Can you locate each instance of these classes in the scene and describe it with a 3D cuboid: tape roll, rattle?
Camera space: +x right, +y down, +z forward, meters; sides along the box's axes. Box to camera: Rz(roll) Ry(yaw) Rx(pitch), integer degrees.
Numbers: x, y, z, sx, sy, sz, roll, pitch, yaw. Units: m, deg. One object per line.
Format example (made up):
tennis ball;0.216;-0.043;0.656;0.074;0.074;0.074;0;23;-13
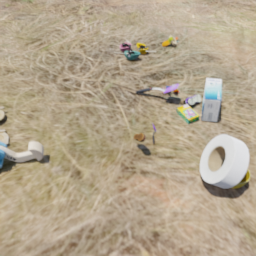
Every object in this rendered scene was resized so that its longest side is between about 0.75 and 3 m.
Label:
tape roll;2.873;1.017;8.493;0.552;1.578;1.578;21;39;-18
rattle;2.498;-4.982;16.354;0.670;0.735;1.029;41;31;-3

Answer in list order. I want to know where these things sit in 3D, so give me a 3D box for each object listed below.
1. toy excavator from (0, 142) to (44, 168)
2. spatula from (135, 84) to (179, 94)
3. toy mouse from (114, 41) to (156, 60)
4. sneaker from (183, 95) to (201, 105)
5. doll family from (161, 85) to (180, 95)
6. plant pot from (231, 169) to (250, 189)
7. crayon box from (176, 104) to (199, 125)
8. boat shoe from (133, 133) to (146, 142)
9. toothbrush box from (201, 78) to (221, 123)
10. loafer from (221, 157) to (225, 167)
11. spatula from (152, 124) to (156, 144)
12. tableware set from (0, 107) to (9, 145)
toy excavator;-4.241;0.866;9.332;2.113;2.173;1.085;-40;39;23
spatula;1.220;-1.657;12.179;2.055;0.211;0.581;0;33;30
toy mouse;0.092;-4.150;15.237;1.928;0.420;2.170;-24;47;-24
sneaker;2.723;-1.193;12.030;0.992;0.345;0.493;-18;9;-41
doll family;1.908;-1.745;12.600;0.865;0.390;0.537;-1;38;4
plant pot;3.371;1.586;8.849;0.798;0.566;0.798;0;43;0
crayon box;2.426;-0.562;11.413;0.515;0.253;0.867;-22;47;-16
boat shoe;0.460;0.345;9.640;0.289;0.289;0.821;25;-5;-16
toothbrush box;3.400;-1.147;11.413;0.653;1.121;1.531;8;44;13
loafer;3.309;0.980;9.549;0.570;0.514;1.505;-22;47;-22
spatula;0.981;0.240;10.621;0.100;0.275;0.974;-15;45;24
tableware set;-5.780;0.118;10.644;2.277;0.316;2.726;-13;44;-14
